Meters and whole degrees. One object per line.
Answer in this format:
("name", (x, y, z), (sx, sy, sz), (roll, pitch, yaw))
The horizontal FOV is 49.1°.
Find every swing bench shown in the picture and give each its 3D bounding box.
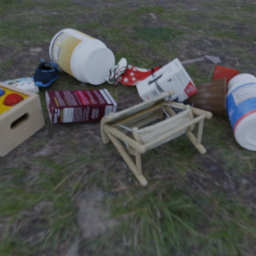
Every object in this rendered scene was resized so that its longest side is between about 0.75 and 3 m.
("swing bench", (0.753, 0.027, 8.830), (2.517, 1.642, 2.530), (-25, 44, -22))

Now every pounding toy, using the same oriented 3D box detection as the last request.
("pounding toy", (-4.423, -0.399, 9.299), (2.408, 1.860, 2.616), (18, 41, 23))

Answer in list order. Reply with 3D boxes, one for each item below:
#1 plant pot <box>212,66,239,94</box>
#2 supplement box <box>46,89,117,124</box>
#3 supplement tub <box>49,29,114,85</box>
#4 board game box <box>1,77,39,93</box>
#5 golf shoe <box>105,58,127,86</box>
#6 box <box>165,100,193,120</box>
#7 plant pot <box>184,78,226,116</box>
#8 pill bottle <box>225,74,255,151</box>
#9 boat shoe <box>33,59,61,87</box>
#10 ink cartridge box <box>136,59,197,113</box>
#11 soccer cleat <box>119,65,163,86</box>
("plant pot", (4.074, -1.943, 12.135), (1.000, 1.001, 0.882), (21, 54, 25))
("supplement box", (-1.772, -0.832, 10.481), (2.376, 0.723, 1.293), (-4, 36, -24))
("supplement tub", (-2.127, -3.278, 12.953), (1.993, 1.993, 2.760), (-28, 46, -32))
("board game box", (-4.919, -1.770, 12.368), (1.719, 0.298, 1.085), (-15, 40, -18))
("golf shoe", (-0.500, -2.585, 12.567), (0.594, 1.349, 0.521), (28, -2, -37))
("box", (1.845, -0.501, 10.277), (0.916, 0.834, 0.477), (8, 38, 11))
("plant pot", (2.982, -1.159, 10.868), (1.536, 1.436, 1.436), (-1, 36, 20))
("pill bottle", (4.324, -0.693, 9.855), (1.602, 1.602, 2.855), (4, 38, 5))
("boat shoe", (-3.668, -2.636, 12.837), (1.046, 0.853, 2.486), (-1, 27, -7))
("ink cartridge box", (1.433, -1.471, 10.507), (1.828, 1.319, 0.766), (-32, 39, 18))
("soccer cleat", (0.754, -2.186, 12.499), (2.767, 1.178, 0.949), (4, 70, 38))
